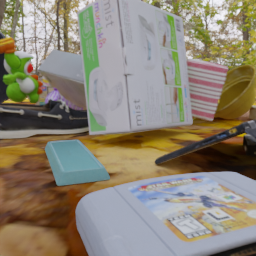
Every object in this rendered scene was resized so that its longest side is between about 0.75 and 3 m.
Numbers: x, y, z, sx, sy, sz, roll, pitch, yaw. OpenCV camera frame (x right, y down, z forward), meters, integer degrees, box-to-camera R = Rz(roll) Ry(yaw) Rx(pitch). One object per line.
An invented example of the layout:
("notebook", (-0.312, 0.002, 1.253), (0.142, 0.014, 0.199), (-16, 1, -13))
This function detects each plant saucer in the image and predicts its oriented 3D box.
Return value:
("plant saucer", (-0.851, 0.439, 4.238), (0.657, 0.178, 1.879), (-4, 10, -20))

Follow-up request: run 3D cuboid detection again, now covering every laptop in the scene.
("laptop", (2.027, 0.519, 3.947), (2.137, 1.323, 2.282), (-10, -14, -45))

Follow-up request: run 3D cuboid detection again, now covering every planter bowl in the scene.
("planter bowl", (3.194, -0.895, 8.565), (0.851, 2.044, 2.044), (42, -1, -17))

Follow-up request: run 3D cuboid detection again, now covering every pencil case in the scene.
("pencil case", (-1.694, -0.575, 7.631), (0.499, 0.509, 1.190), (23, -9, 36))

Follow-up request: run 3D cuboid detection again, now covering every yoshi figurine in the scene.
("yoshi figurine", (-2.662, -1.206, 6.497), (0.879, 1.571, 0.883), (4, 39, 31))

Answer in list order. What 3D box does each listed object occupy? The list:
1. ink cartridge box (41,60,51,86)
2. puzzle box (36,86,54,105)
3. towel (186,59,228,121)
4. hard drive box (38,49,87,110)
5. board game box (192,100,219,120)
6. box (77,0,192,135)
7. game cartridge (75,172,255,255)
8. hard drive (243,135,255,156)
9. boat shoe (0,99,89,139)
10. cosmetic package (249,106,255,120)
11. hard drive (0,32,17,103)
("ink cartridge box", (-2.454, -1.793, 11.352), (1.403, 1.922, 1.410), (2, 7, 34))
("puzzle box", (-2.492, -0.970, 9.673), (0.193, 1.010, 1.518), (4, 11, 38))
("towel", (1.692, -0.888, 6.608), (0.973, 1.330, 0.199), (17, 15, 16))
("hard drive box", (-1.147, -1.169, 7.645), (2.063, 0.792, 1.607), (19, -21, 30))
("board game box", (2.184, -0.861, 8.322), (1.087, 0.341, 2.276), (-35, 5, 27))
("box", (0.241, -1.174, 5.911), (1.208, 2.498, 2.204), (-5, 2, 43))
("game cartridge", (0.534, 0.717, 2.260), (1.775, 0.369, 1.182), (-4, 15, -22))
("hard drive", (2.614, 0.317, 4.749), (1.188, 0.225, 0.830), (4, 11, 18))
("boat shoe", (-1.799, -0.284, 6.428), (2.516, 0.759, 0.929), (-5, 15, -22))
("cosmetic package", (4.059, -0.398, 8.232), (0.585, 0.395, 1.112), (0, 10, 1))
("hard drive", (-3.983, -1.310, 7.570), (2.446, 1.650, 0.518), (-26, 11, 7))
